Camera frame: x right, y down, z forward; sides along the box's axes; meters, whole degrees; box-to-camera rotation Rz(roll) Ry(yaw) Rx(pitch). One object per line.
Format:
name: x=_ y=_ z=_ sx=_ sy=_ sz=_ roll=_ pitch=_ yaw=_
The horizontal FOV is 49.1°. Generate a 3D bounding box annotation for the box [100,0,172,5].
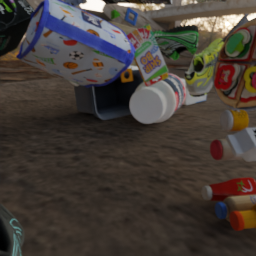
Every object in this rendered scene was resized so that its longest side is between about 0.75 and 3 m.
box: x=0.029 y=-3.444 z=6.703 sx=1.921 sy=0.606 sz=2.436 roll=6 pitch=17 yaw=11

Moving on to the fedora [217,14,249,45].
fedora: x=2.967 y=-2.520 z=7.543 sx=0.481 sy=1.064 sz=0.941 roll=41 pitch=-2 yaw=1

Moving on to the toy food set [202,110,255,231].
toy food set: x=1.851 y=0.742 z=4.903 sx=1.107 sy=1.174 sz=2.460 roll=-3 pitch=48 yaw=-9

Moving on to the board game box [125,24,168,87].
board game box: x=0.564 y=-2.095 z=8.184 sx=0.782 sy=1.637 sz=0.245 roll=-25 pitch=10 yaw=-6

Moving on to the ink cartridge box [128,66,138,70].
ink cartridge box: x=-0.113 y=-2.684 z=15.300 sx=0.952 sy=1.675 sz=2.299 roll=3 pitch=17 yaw=18

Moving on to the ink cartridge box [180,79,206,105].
ink cartridge box: x=2.287 y=-1.908 z=14.001 sx=1.637 sy=0.957 sz=2.822 roll=-14 pitch=22 yaw=-38

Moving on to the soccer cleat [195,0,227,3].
soccer cleat: x=2.174 y=-3.330 z=6.941 sx=0.517 sy=0.578 sz=1.491 roll=-21 pitch=10 yaw=-19

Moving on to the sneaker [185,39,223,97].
sneaker: x=2.500 y=-2.051 z=8.705 sx=0.885 sy=0.897 sz=2.348 roll=8 pitch=56 yaw=40

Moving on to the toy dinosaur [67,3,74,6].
toy dinosaur: x=-2.022 y=-3.884 z=9.636 sx=0.470 sy=0.624 sz=1.220 roll=27 pitch=-11 yaw=30

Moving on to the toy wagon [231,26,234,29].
toy wagon: x=4.189 y=-3.145 z=10.536 sx=0.324 sy=1.271 sz=1.638 roll=38 pitch=-1 yaw=42

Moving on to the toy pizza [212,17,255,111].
toy pizza: x=2.709 y=-1.471 z=6.272 sx=0.350 sy=2.209 sz=2.209 roll=11 pitch=10 yaw=-31

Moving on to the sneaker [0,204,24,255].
sneaker: x=-1.777 y=1.350 z=3.513 sx=0.994 sy=1.045 sz=2.636 roll=-13 pitch=20 yaw=-31

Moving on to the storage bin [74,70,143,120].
storage bin: x=-0.828 y=-1.489 z=11.478 sx=2.756 sy=2.005 sz=1.851 roll=-16 pitch=13 yaw=-41

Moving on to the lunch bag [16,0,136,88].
lunch bag: x=-1.130 y=-1.759 z=5.947 sx=1.925 sy=1.402 sz=2.264 roll=17 pitch=0 yaw=-28

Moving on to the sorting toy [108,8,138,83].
sorting toy: x=-0.200 y=-2.654 z=9.044 sx=1.328 sy=2.358 sz=0.321 roll=0 pitch=5 yaw=-35

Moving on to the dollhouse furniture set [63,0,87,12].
dollhouse furniture set: x=-2.122 y=-4.538 z=10.898 sx=1.318 sy=0.911 sz=1.396 roll=-23 pitch=-24 yaw=-5

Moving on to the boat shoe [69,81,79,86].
boat shoe: x=-2.578 y=-2.914 z=10.631 sx=0.842 sy=2.828 sz=1.016 roll=-39 pitch=3 yaw=14

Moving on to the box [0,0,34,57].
box: x=-3.824 y=-2.431 z=6.205 sx=1.632 sy=1.950 sz=2.625 roll=-29 pitch=15 yaw=46

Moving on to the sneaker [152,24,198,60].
sneaker: x=1.435 y=-3.285 z=11.242 sx=2.743 sy=1.168 sz=1.070 roll=-4 pitch=0 yaw=25

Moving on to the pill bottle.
pill bottle: x=1.101 y=-1.064 z=10.306 sx=1.584 sy=1.584 sz=2.650 roll=7 pitch=20 yaw=22
